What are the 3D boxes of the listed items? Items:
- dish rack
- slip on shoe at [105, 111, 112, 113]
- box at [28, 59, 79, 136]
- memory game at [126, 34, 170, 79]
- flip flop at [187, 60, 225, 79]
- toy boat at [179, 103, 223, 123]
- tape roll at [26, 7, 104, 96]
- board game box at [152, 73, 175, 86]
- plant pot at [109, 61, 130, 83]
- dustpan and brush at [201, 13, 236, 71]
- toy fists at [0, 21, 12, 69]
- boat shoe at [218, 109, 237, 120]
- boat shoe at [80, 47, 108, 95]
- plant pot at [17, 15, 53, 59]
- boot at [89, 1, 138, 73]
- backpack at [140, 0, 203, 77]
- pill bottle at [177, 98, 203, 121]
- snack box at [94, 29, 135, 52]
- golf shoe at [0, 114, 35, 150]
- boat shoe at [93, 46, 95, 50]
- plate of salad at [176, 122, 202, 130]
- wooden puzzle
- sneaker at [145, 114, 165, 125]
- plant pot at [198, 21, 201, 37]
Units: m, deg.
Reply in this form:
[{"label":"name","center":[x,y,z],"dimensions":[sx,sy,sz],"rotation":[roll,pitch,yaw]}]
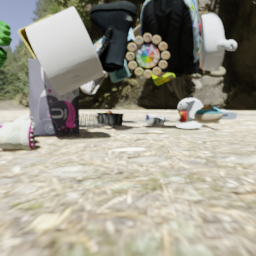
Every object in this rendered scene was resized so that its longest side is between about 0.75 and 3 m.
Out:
[{"label":"dish rack","center":[-1.378,-0.278,10.649],"dimensions":[2.109,0.575,1.618],"rotation":[-4,5,-39]},{"label":"slip on shoe","center":[-1.247,-0.963,19.644],"dimensions":[0.587,0.485,1.584],"rotation":[0,3,16]},{"label":"box","center":[-2.096,-0.823,7.968],"dimensions":[1.359,2.056,1.180],"rotation":[-1,5,-17]},{"label":"memory game","center":[0.492,-1.773,6.962],"dimensions":[1.101,1.101,0.070],"rotation":[0,18,-2]},{"label":"flip flop","center":[3.205,-2.504,11.700],"dimensions":[2.108,0.855,0.607],"rotation":[-2,-36,-18]},{"label":"toy boat","center":[3.524,-0.758,13.877],"dimensions":[2.130,0.990,1.790],"rotation":[3,6,31]},{"label":"tape roll","center":[-1.425,-1.741,6.498],"dimensions":[1.163,1.694,1.694],"rotation":[-25,6,-3]},{"label":"board game box","center":[1.606,-3.244,14.308],"dimensions":[0.994,1.958,0.466],"rotation":[-23,-25,21]},{"label":"plant pot","center":[-0.420,-2.646,13.137],"dimensions":[0.958,0.956,0.976],"rotation":[-20,25,-2]},{"label":"dustpan and brush","center":[2.867,-2.696,9.062],"dimensions":[0.814,1.985,2.844],"rotation":[-2,19,12]},{"label":"toy fists","center":[-5.469,-3.430,11.746],"dimensions":[1.051,2.061,0.709],"rotation":[30,15,27]},{"label":"boat shoe","center":[5.747,-0.843,17.149],"dimensions":[1.747,0.645,0.745],"rotation":[4,6,21]},{"label":"boat shoe","center":[-0.987,-2.050,10.067],"dimensions":[0.670,1.932,0.684],"rotation":[30,5,39]},{"label":"plant pot","center":[-3.510,-3.493,12.000],"dimensions":[1.585,1.574,1.621],"rotation":[-32,3,-14]},{"label":"boot","center":[-0.723,-2.799,8.846],"dimensions":[0.895,1.969,2.344],"rotation":[13,5,-37]},{"label":"backpack","center":[1.290,-3.106,8.733],"dimensions":[2.072,1.953,2.540],"rotation":[10,-28,24]},{"label":"pill bottle","center":[3.552,-1.053,15.877],"dimensions":[1.242,1.242,2.172],"rotation":[0,5,2]},{"label":"snack box","center":[-0.590,-3.459,11.478],"dimensions":[1.807,1.050,0.335],"rotation":[-30,-31,28]},{"label":"golf shoe","center":[-2.370,0.074,5.833],"dimensions":[0.817,0.672,1.785],"rotation":[-5,5,-19]},{"label":"boat shoe","center":[-1.292,-2.024,8.919],"dimensions":[0.446,1.206,0.514],"rotation":[20,11,-40]},{"label":"plate of salad","center":[2.169,-0.053,10.023],"dimensions":[0.897,0.215,0.897],"rotation":[-4,15,1]},{"label":"wooden puzzle","center":[1.390,-3.659,12.349],"dimensions":[2.517,0.629,2.717],"rotation":[41,-34,-20]},{"label":"sneaker","center":[1.260,-0.323,12.346],"dimensions":[0.646,0.452,1.118],"rotation":[2,10,-28]},{"label":"plant pot","center":[2.836,-4.351,12.477],"dimensions":[0.915,0.915,0.833],"rotation":[3,23,32]}]
